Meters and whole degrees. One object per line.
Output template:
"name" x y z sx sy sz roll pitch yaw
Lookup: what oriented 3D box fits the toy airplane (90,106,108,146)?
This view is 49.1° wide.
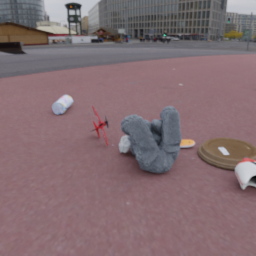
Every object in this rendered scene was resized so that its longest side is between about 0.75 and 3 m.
"toy airplane" -1.204 -0.027 11.874 0.329 1.791 1.791 -19 28 -31

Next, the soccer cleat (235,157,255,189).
"soccer cleat" 4.653 1.581 8.529 2.659 0.913 1.133 7 40 8

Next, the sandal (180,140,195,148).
"sandal" 1.968 0.535 11.446 1.480 0.424 0.567 -6 32 0

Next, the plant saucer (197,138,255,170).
"plant saucer" 3.913 0.917 10.775 2.412 0.355 2.412 0 22 0

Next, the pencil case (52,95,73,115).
"pencil case" -3.712 -1.331 15.953 0.786 0.721 1.733 -15 19 9

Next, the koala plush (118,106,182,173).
"koala plush" 0.664 0.492 10.335 2.107 2.183 2.376 -13 3 -18
